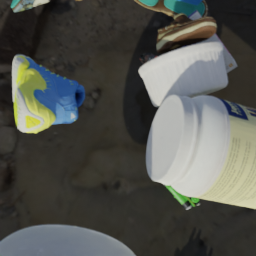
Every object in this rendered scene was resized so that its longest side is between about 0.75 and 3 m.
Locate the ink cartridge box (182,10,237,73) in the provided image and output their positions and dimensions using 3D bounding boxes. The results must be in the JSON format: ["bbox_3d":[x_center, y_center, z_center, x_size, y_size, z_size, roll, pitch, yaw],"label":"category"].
[{"bbox_3d":[1.873,-1.995,7.060,0.882,1.863,0.345,-33,31,28],"label":"ink cartridge box"}]

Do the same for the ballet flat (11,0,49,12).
[{"bbox_3d":[-1.955,-3.259,6.337,0.768,2.070,0.768,24,51,-33],"label":"ballet flat"}]

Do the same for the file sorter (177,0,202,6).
[{"bbox_3d":[1.393,-3.603,6.159,1.102,1.588,0.974,10,90,-8],"label":"file sorter"}]

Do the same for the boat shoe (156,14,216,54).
[{"bbox_3d":[1.089,-2.040,5.772,0.654,1.770,0.655,-4,93,-27],"label":"boat shoe"}]

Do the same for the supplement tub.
[{"bbox_3d":[1.772,0.448,5.148,2.517,1.825,1.825,14,71,-14],"label":"supplement tub"}]

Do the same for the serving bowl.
[{"bbox_3d":[-1.016,2.414,4.927,2.803,2.803,0.922,5,48,2],"label":"serving bowl"}]

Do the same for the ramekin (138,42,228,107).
[{"bbox_3d":[1.228,-1.082,6.074,1.840,1.840,0.897,-16,90,-5],"label":"ramekin"}]

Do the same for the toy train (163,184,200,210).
[{"bbox_3d":[1.291,1.562,8.124,0.535,0.396,1.896,-40,76,-2],"label":"toy train"}]

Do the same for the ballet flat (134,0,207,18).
[{"bbox_3d":[0.969,-3.577,7.765,2.567,0.838,0.905,32,106,5],"label":"ballet flat"}]

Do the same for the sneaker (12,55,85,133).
[{"bbox_3d":[-1.698,-0.753,5.897,1.359,0.980,2.587,-2,38,-23],"label":"sneaker"}]

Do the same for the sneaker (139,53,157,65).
[{"bbox_3d":[0.557,-1.890,7.697,0.489,1.193,0.460,34,95,-5],"label":"sneaker"}]
